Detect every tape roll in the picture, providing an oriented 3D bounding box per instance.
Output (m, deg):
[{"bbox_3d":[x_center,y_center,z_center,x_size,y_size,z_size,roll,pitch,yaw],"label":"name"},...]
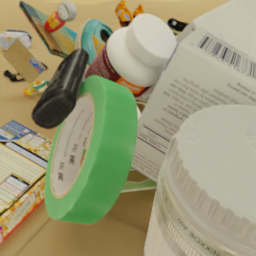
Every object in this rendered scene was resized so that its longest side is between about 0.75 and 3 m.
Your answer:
[{"bbox_3d":[-0.668,0.312,4.351,0.532,2.213,2.213,18,24,-28],"label":"tape roll"}]

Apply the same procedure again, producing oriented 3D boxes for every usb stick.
[{"bbox_3d":[-1.013,-0.770,4.615,0.713,0.419,2.571,-36,24,14],"label":"usb stick"}]

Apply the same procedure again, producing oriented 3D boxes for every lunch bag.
[{"bbox_3d":[-5.952,-4.698,14.844,1.258,0.943,1.484,6,31,6],"label":"lunch bag"}]

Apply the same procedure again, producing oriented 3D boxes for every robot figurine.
[{"bbox_3d":[0.344,-2.894,8.111,1.343,0.539,1.852,-5,56,-34],"label":"robot figurine"}]

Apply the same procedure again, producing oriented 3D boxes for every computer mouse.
[{"bbox_3d":[-4.232,-2.454,11.824,1.864,0.429,1.309,-20,37,-28],"label":"computer mouse"}]

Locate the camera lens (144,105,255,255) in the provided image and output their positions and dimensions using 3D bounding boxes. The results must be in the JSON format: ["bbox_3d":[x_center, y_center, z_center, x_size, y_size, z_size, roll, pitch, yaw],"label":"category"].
[{"bbox_3d":[1.365,1.310,3.729,2.128,2.660,2.128,3,38,-3],"label":"camera lens"}]

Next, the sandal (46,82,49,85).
[{"bbox_3d":[-2.690,-1.357,10.199,0.311,0.463,1.153,-41,52,-18],"label":"sandal"}]

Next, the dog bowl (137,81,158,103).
[{"bbox_3d":[0.740,-1.450,9.461,2.393,0.702,2.393,15,21,-6],"label":"dog bowl"}]

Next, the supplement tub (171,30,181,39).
[{"bbox_3d":[1.142,-2.526,9.410,2.145,1.555,1.555,30,43,27],"label":"supplement tub"}]

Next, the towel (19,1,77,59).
[{"bbox_3d":[-2.045,-2.789,9.097,2.077,0.307,2.832,55,19,17],"label":"towel"}]

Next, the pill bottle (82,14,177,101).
[{"bbox_3d":[-0.072,-1.159,5.607,1.229,2.176,1.229,14,60,-27],"label":"pill bottle"}]

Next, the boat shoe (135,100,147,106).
[{"bbox_3d":[0.247,-1.246,9.647,2.549,0.799,0.933,8,34,15],"label":"boat shoe"}]

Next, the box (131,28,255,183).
[{"bbox_3d":[1.553,0.024,5.236,2.478,2.694,1.414,32,37,6],"label":"box"}]

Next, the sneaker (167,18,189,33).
[{"bbox_3d":[1.554,-3.067,8.480,0.535,0.349,0.956,7,19,-45],"label":"sneaker"}]

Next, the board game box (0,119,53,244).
[{"bbox_3d":[-2.654,1.002,5.937,1.950,0.596,2.574,26,39,15],"label":"board game box"}]

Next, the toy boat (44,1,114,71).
[{"bbox_3d":[-1.201,-2.653,8.268,1.136,2.445,2.055,-21,55,38],"label":"toy boat"}]

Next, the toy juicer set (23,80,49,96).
[{"bbox_3d":[-3.283,-1.491,10.058,1.308,0.356,0.832,-4,30,32],"label":"toy juicer set"}]

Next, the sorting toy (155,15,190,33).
[{"bbox_3d":[1.398,-3.487,10.200,1.852,0.333,2.486,16,1,-37],"label":"sorting toy"}]

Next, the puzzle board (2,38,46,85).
[{"bbox_3d":[-3.639,-2.312,9.830,1.017,1.349,0.117,-32,18,32],"label":"puzzle board"}]

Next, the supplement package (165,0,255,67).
[{"bbox_3d":[2.254,-1.661,6.872,1.866,1.879,2.476,-30,1,-12],"label":"supplement package"}]

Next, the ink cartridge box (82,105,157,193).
[{"bbox_3d":[-0.237,0.479,6.598,1.895,0.624,2.604,1,49,-30],"label":"ink cartridge box"}]
